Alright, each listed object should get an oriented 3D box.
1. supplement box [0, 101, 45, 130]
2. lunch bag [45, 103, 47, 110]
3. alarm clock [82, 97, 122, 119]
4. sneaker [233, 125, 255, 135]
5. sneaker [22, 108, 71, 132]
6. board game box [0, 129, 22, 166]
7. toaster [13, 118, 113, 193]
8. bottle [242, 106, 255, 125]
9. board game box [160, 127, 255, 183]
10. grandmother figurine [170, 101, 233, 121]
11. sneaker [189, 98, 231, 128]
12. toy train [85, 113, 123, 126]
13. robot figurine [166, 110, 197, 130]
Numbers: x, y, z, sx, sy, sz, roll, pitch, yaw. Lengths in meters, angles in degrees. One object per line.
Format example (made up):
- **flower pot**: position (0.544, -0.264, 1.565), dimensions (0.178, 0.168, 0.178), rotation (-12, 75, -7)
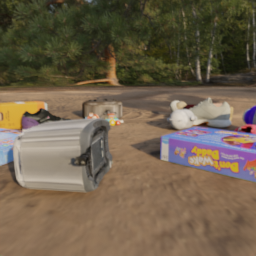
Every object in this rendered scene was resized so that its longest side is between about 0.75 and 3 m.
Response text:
- **supplement box**: position (-4.301, -0.397, 9.594), dimensions (2.759, 0.918, 0.949), rotation (-7, 13, -35)
- **lunch bag**: position (-4.532, -0.884, 13.096), dimensions (1.426, 0.550, 1.144), rotation (6, 10, 27)
- **alarm clock**: position (-1.043, -0.802, 12.092), dimensions (1.760, 0.868, 2.609), rotation (-4, 15, -19)
- **sneaker**: position (3.178, 0.071, 7.587), dimensions (0.547, 0.465, 1.261), rotation (15, -8, -14)
- **sneaker**: position (-2.691, -0.303, 9.481), dimensions (1.745, 0.764, 0.661), rotation (-9, 14, -38)
- **board game box**: position (-3.296, 0.378, 6.892), dimensions (2.170, 0.397, 1.641), rotation (5, 12, 23)
- **toaster**: position (-1.044, 0.442, 4.787), dimensions (1.264, 1.112, 1.957), rotation (-2, 10, 8)
- **bottle**: position (4.102, -0.222, 8.202), dimensions (0.830, 1.062, 2.543), rotation (11, 6, 1)
- **board game box**: position (2.132, 0.482, 5.971), dimensions (2.412, 0.540, 1.622), rotation (9, 14, 40)
- **grandmother figurine**: position (3.017, -0.755, 11.955), dimensions (2.653, 0.803, 1.609), rotation (11, 6, 36)
- **sneaker**: position (2.701, -0.617, 10.439), dimensions (2.232, 1.027, 0.845), rotation (5, 11, 27)
- **toy train**: position (-0.995, -0.382, 10.800), dimensions (1.543, 0.429, 1.159), rotation (1, 11, 9)
- **robot figurine**: position (1.828, -0.292, 9.535), dimensions (0.998, 0.665, 1.177), rotation (-7, 0, 33)
